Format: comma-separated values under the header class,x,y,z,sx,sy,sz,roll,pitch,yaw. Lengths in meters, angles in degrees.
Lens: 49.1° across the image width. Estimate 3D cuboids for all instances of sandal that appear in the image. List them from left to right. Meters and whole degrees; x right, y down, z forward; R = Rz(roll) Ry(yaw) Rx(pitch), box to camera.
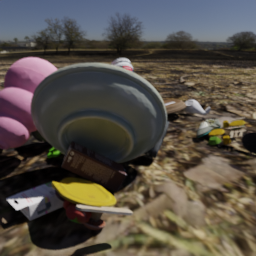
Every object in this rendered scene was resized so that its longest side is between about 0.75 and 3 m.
class,x,y,z,sx,sy,sz,roll,pitch,yaw
sandal,3.605,0.443,6.983,1.497,0.562,0.337,7,-5,41

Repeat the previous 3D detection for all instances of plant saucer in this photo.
class,x,y,z,sx,sy,sz,roll,pitch,yaw
plant saucer,-0.601,0.043,5.507,2.730,2.730,0.685,1,47,3
plant saucer,1.330,-0.799,10.881,1.825,0.269,1.825,-11,14,3

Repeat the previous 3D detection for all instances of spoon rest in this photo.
class,x,y,z,sx,sy,sz,roll,pitch,yaw
spoon rest,2.635,-0.751,10.819,0.631,0.385,1.270,-43,36,-13

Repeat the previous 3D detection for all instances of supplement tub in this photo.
class,x,y,z,sx,sy,sz,roll,pitch,yaw
supplement tub,-0.131,-1.294,7.327,0.620,0.883,0.620,-10,-21,-4

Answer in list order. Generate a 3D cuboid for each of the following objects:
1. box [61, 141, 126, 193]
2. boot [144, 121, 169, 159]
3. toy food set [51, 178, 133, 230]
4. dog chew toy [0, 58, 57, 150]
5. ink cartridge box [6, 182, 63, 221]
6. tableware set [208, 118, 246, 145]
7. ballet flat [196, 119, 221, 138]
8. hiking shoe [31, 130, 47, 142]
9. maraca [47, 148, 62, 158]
class,x,y,z,sx,sy,sz,roll,pitch,yaw
box,-0.648,0.727,5.318,1.153,0.432,0.577,26,5,-12
boot,0.238,0.052,6.880,1.327,0.435,1.093,21,55,11
toy food set,-0.701,1.229,4.369,0.905,0.502,1.538,12,3,-30
dog chew toy,-2.306,-0.507,6.232,1.331,1.331,2.137,7,62,23
ink cartridge box,-1.544,1.251,4.749,0.863,0.291,0.506,-15,22,-40
tableware set,2.875,0.126,8.167,1.028,0.234,1.526,-11,18,29
ballet flat,2.358,-0.024,8.414,1.206,0.384,0.406,-17,-8,-41
hiking shoe,-1.425,-0.241,7.914,2.437,0.923,1.227,-25,3,-44
maraca,-1.253,0.267,6.992,1.674,0.896,1.148,-29,11,-2
